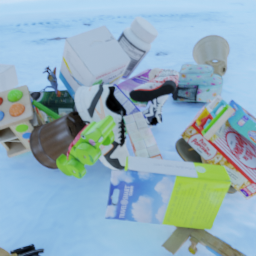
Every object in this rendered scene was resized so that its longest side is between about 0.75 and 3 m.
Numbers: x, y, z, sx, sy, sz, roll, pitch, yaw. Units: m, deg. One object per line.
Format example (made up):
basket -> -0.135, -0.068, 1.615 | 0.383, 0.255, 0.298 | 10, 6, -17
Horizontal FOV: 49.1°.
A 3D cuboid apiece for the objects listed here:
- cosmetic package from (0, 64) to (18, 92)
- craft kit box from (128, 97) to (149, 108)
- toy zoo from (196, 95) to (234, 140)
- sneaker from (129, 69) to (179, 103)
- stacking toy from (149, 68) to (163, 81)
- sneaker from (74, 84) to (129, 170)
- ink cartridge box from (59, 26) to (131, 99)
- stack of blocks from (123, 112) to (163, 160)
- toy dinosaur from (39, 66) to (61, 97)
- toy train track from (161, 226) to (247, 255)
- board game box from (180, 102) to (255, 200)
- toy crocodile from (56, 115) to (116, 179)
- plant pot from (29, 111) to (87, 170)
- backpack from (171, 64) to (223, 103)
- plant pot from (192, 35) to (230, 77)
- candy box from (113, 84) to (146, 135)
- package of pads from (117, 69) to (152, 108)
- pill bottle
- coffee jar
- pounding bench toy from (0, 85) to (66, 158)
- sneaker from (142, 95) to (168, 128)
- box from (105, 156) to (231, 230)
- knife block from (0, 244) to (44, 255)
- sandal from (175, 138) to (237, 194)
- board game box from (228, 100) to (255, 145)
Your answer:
cosmetic package -> -6.641, -2.300, 13.482 | 1.812, 1.117, 1.818 | 7, 34, 11
craft kit box -> 0.452, -1.205, 11.404 | 0.853, 0.210, 0.864 | 7, 46, 19
toy zoo -> 2.045, -0.311, 6.792 | 0.138, 0.884, 1.347 | 35, 18, -9
sneaker -> 0.772, -1.229, 8.102 | 1.498, 0.500, 0.803 | -11, 40, 35
stacking toy -> 1.338, -1.992, 10.637 | 0.747, 0.747, 1.023 | 25, 35, 32
sneaker -> -0.490, 0.053, 8.255 | 1.166, 2.915, 1.075 | -12, 28, 25
ink cartridge box -> -1.185, -1.967, 9.288 | 1.516, 2.067, 1.509 | -31, 79, -28
stack of blocks -> 0.400, 0.488, 7.364 | 0.556, 1.092, 1.897 | -16, 53, -3
toy dinosaur -> -2.371, -1.508, 9.105 | 0.587, 1.014, 1.118 | -31, 5, 45
toy train track -> 1.897, 2.752, 6.453 | 2.948, 0.480, 1.691 | 25, 42, 36
board game box -> 2.821, 0.547, 8.045 | 2.464, 0.570, 1.866 | 44, 37, 4
toy crocodile -> -1.022, 0.483, 6.608 | 0.821, 2.660, 0.898 | 40, 54, -1
plant pot -> -1.908, 0.309, 8.523 | 1.508, 1.523, 1.523 | -27, 21, 30
backpack -> 3.176, -1.972, 12.598 | 2.149, 1.647, 1.889 | 13, 30, 9
plant pot -> 4.490, -3.598, 14.935 | 2.022, 2.022, 1.851 | 4, 45, 6
candy box -> -0.352, -0.515, 9.330 | 1.528, 1.292, 0.588 | 47, 56, -6
package of pads -> 0.772, -1.890, 13.056 | 1.473, 0.925, 2.445 | 28, 43, 30
pill bottle -> 0.109, -3.490, 12.389 | 1.433, 2.519, 1.433 | 28, 35, -21
coffee jar -> -3.349, -0.816, 11.196 | 2.766, 1.180, 1.442 | 0, 42, -1
pounding bench toy -> -3.278, -0.404, 9.250 | 2.326, 1.815, 1.445 | -19, 54, -7
sneaker -> 1.179, -0.645, 10.866 | 1.560, 0.623, 1.015 | -44, 41, 2
box -> 0.816, 1.479, 6.309 | 2.520, 1.536, 0.600 | 7, 30, -4
knife block -> -2.566, 3.179, 5.767 | 1.578, 0.575, 1.798 | 17, 36, 25
sandal -> 2.428, 0.992, 8.281 | 2.265, 0.612, 0.910 | 41, 49, 11
board game box -> 3.720, 0.009, 8.318 | 1.656, 0.490, 2.177 | 38, 20, 1
